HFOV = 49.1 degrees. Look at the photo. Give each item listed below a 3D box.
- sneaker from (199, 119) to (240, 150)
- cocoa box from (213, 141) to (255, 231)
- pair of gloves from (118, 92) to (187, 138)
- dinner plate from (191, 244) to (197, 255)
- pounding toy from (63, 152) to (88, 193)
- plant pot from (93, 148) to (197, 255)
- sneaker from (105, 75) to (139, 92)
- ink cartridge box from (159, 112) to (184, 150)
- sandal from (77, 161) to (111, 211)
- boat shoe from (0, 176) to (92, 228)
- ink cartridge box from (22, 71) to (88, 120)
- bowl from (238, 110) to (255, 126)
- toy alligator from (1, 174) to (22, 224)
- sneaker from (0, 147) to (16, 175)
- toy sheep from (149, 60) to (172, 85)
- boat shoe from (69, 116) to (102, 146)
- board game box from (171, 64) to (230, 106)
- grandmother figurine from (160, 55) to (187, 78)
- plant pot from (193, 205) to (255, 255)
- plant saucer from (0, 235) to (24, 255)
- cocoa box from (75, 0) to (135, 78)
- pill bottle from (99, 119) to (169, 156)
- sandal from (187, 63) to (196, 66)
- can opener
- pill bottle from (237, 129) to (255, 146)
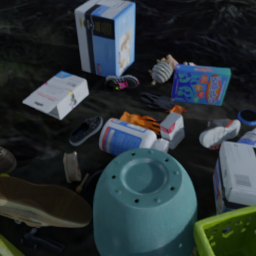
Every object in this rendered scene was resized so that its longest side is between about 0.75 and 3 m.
[{"bbox_3d":[3.099,0.130,10.063,2.211,0.852,0.906,-13,31,-40],"label":"sneaker"},{"bbox_3d":[3.316,1.646,7.869,1.491,1.467,2.235,8,31,8],"label":"cocoa box"},{"bbox_3d":[1.001,-0.591,11.151,2.097,0.291,2.353,24,50,21],"label":"pair of gloves"},{"bbox_3d":[1.166,3.790,6.995,2.219,0.269,2.219,1,46,-1],"label":"dinner plate"},{"bbox_3d":[-1.594,1.372,8.893,0.710,1.237,0.707,-9,8,-2],"label":"pounding toy"},{"bbox_3d":[0.429,1.922,7.186,2.886,2.316,2.886,-2,41,1],"label":"plant pot"},{"bbox_3d":[-0.334,-1.865,12.104,1.594,0.588,0.697,8,48,22],"label":"sneaker"},{"bbox_3d":[1.556,0.107,9.858,0.447,1.071,0.778,27,59,37],"label":"ink cartridge box"},{"bbox_3d":[-1.002,1.904,8.613,0.908,0.511,2.388,25,51,22],"label":"sandal"},{"bbox_3d":[-2.477,2.207,7.842,2.976,0.960,1.061,18,32,-1],"label":"boat shoe"},{"bbox_3d":[-2.889,-1.221,11.364,1.365,0.804,2.370,22,50,22],"label":"ink cartridge box"},{"bbox_3d":[4.765,-0.430,11.083,0.795,0.156,0.795,0,47,0],"label":"bowl"},{"bbox_3d":[-3.515,2.051,8.486,2.109,0.625,0.572,42,18,31],"label":"toy alligator"},{"bbox_3d":[-5.171,0.766,9.265,2.910,1.099,1.025,7,49,6],"label":"sneaker"},{"bbox_3d":[1.464,-2.475,12.544,0.930,0.930,1.349,37,92,30],"label":"toy sheep"},{"bbox_3d":[-1.564,-0.026,10.416,0.580,0.550,1.660,31,53,25],"label":"boat shoe"},{"bbox_3d":[2.865,-1.713,11.321,2.089,1.589,0.470,6,46,6],"label":"board game box"},{"bbox_3d":[2.279,-2.669,12.992,1.126,0.562,1.857,-35,54,5],"label":"grandmother figurine"},{"bbox_3d":[2.544,3.076,6.319,1.817,1.649,1.808,-11,45,-9],"label":"plant pot"},{"bbox_3d":[-3.708,3.791,6.787,2.332,0.559,2.335,26,52,23],"label":"plant saucer"},{"bbox_3d":[-0.930,-3.997,12.542,1.921,2.927,1.952,19,49,17],"label":"cocoa box"},{"bbox_3d":[0.214,0.545,9.437,2.142,1.202,1.202,19,49,17],"label":"pill bottle"},{"bbox_3d":[2.884,-2.933,13.391,0.896,0.257,0.343,-16,49,-15],"label":"sandal"},{"bbox_3d":[-2.309,3.081,7.646,1.217,0.479,0.386,13,17,6],"label":"can opener"},{"bbox_3d":[4.168,0.685,9.514,0.899,0.899,1.605,36,55,29],"label":"pill bottle"}]
